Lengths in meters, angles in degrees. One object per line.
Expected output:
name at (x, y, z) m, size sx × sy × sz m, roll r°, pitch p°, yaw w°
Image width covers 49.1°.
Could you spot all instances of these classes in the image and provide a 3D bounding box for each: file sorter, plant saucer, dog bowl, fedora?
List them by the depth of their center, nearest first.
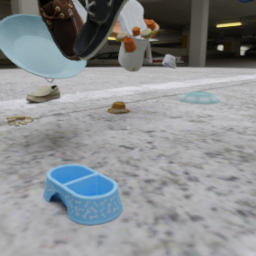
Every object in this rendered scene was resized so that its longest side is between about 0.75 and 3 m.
dog bowl at (-0.821, 1.074, 4.898) m, size 0.952 × 0.423 × 1.708 m, roll -13°, pitch 21°, yaw -41°
plant saucer at (-2.291, -2.064, 7.494) m, size 2.352 × 0.453 × 2.352 m, roll 19°, pitch 47°, yaw -21°
file sorter at (-2.144, -2.696, 9.059) m, size 2.193 × 1.522 × 1.366 m, roll -46°, pitch 12°, yaw -22°
plant saucer at (0.176, -3.980, 11.429) m, size 2.112 × 0.395 × 2.112 m, roll 1°, pitch 38°, yaw -1°
fedora at (-0.424, -0.913, 12.195) m, size 1.045 × 0.426 × 1.045 m, roll 0°, pitch 15°, yaw 0°
plant saucer at (3.801, -1.657, 14.970) m, size 2.198 × 0.423 × 2.198 m, roll 0°, pitch 16°, yaw 0°

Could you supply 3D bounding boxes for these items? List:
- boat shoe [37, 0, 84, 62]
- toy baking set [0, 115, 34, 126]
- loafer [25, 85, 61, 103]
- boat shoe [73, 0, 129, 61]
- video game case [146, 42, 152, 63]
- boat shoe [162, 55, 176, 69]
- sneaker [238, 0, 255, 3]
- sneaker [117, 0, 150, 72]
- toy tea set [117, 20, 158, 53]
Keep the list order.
boat shoe at (-1.625, -2.665, 6.251) m, size 0.855 × 2.430 × 0.855 m, roll -18°, pitch 7°, yaw 20°
toy baking set at (-4.270, -0.272, 10.317) m, size 1.447 × 0.168 × 1.111 m, roll -1°, pitch 15°, yaw -2°
loafer at (-4.527, -1.847, 14.906) m, size 0.884 × 0.797 × 2.335 m, roll 7°, pitch 17°, yaw 23°
boat shoe at (-0.579, -2.477, 5.696) m, size 0.774 × 2.288 × 0.822 m, roll 17°, pitch 23°, yaw -44°
video game case at (0.851, -3.168, 11.684) m, size 0.096 × 0.842 × 0.766 m, roll -8°, pitch 18°, yaw -2°
boat shoe at (1.608, -2.508, 10.609) m, size 0.487 × 0.433 × 1.325 m, roll 17°, pitch 11°, yaw 8°
sneaker at (3.068, -3.561, 6.539) m, size 2.999 × 1.234 × 1.109 m, roll -10°, pitch 22°, yaw -26°
sneaker at (-0.027, -3.224, 9.822) m, size 1.064 × 1.670 × 2.889 m, roll 1°, pitch 49°, yaw -13°
toy tea set at (0.258, -2.080, 6.491) m, size 1.002 × 0.371 × 0.596 m, roll -23°, pitch 47°, yaw 4°
